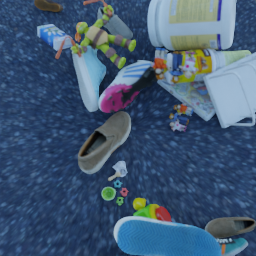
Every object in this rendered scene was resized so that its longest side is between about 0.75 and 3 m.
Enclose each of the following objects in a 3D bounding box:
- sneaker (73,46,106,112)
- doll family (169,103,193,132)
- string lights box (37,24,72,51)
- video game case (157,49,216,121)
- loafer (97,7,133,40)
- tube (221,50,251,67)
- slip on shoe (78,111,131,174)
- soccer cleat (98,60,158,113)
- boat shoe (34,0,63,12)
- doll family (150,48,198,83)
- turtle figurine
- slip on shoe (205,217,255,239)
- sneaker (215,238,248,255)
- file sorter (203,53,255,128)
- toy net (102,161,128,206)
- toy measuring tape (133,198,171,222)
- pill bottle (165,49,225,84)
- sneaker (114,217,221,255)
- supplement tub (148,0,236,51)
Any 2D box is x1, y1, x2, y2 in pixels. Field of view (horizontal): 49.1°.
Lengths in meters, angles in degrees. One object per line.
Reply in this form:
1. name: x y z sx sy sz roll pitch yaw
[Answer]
1. sneaker: -1.117 -1.714 9.152 1.003 0.904 2.447 -10 72 -17
2. doll family: 1.613 -0.376 8.699 0.605 0.974 0.439 21 26 10
3. string lights box: -2.494 -3.085 9.506 0.608 0.349 1.184 -28 55 -36
4. video game case: 2.553 -1.670 9.464 2.135 0.268 2.346 41 72 17
5. loafer: -0.509 -3.809 10.259 1.658 0.579 0.580 38 71 16
6. tube: 3.597 -2.379 9.440 1.428 0.371 0.414 -18 52 -35
7. slip on shoe: -0.684 0.262 8.175 0.864 0.689 2.273 22 59 31
8. soccer cleat: -0.110 -1.380 9.057 2.491 0.870 1.076 -37 49 -23
9. boat shoe: -3.052 -4.714 10.820 1.096 0.386 0.385 20 29 6
10. doll family: 1.269 -1.781 8.188 1.447 0.652 0.898 3 98 -12
11. turtle figurine: -0.935 -2.713 8.879 2.057 0.822 2.551 32 72 1
12. slip on shoe: 2.724 2.631 7.443 1.332 0.404 0.506 -4 66 -2
13. sneaker: 2.228 2.998 7.040 1.459 0.521 0.583 -27 68 11
14. file sorter: 3.864 -1.258 8.202 2.458 1.531 1.706 -26 98 -13
15. toy net: -0.266 1.521 8.030 0.667 0.245 1.271 16 66 8
16. toy measuring tape: 0.935 2.811 7.258 0.907 0.907 2.466 -35 89 -15
17. pill bottle: 2.102 -1.971 8.916 1.773 0.969 0.969 -8 66 -5
18. sneaker: 0.895 2.520 6.302 2.475 1.000 0.947 20 78 -7
19. supplement tub: 2.097 -3.506 9.178 2.551 1.855 1.855 6 64 23
